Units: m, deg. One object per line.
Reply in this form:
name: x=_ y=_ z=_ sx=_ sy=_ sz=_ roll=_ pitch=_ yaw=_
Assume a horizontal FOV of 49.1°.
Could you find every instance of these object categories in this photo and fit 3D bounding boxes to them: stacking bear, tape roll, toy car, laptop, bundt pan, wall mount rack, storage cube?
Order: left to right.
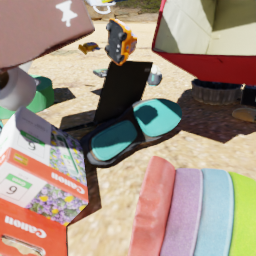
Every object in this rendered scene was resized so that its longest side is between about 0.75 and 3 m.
tape roll: x=-2.251 y=-0.786 z=5.294 sx=0.828 sy=0.828 sz=0.569 roll=8 pitch=-11 yaw=18
tape roll: x=-4.103 y=-1.173 z=9.666 sx=2.995 sy=0.720 sz=2.995 roll=0 pitch=24 yaw=0
wall mount rack: x=-1.207 y=-4.366 z=8.809 sx=1.491 sy=0.640 sz=1.717 roll=-15 pitch=64 yaw=-30
laptop: x=-0.648 y=-0.720 z=6.831 sx=2.291 sy=1.183 sz=2.031 roll=-12 pitch=4 yaw=32
toy car: x=-0.338 y=-1.519 z=4.658 sx=0.467 sy=0.688 sz=1.403 roll=-24 pitch=36 yaw=-29
bundt pan: x=3.111 y=-1.294 z=9.991 sx=1.778 sy=0.667 sz=1.778 roll=-1 pitch=24 yaw=0
storage cube: x=2.515 y=-2.426 z=6.165 sx=2.990 sy=2.556 sz=2.688 roll=13 pitch=3 yaw=36
stacking bear: x=1.465 y=1.349 z=3.361 sx=2.749 sy=1.669 sz=1.563 roll=13 pitch=24 yaw=8

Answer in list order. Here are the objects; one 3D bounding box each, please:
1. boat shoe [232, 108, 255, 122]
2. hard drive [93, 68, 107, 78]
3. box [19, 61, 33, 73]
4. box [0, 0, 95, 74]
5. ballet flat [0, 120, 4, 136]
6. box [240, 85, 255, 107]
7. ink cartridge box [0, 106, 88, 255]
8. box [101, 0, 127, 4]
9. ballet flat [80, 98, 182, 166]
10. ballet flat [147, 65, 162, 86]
boat shoe: x=3.663 y=-0.343 z=8.303 sx=1.058 sy=0.379 sz=0.403 roll=4 pitch=36 yaw=8
hard drive: x=-1.187 y=-2.656 z=13.541 sx=0.748 sy=0.203 sz=1.071 roll=-12 pitch=28 yaw=-25
box: x=-3.368 y=-2.322 z=8.167 sx=0.808 sy=0.948 sz=1.482 roll=18 pitch=21 yaw=-44
box: x=-1.763 y=-1.716 z=3.759 sx=1.782 sy=1.764 sz=2.148 roll=-26 pitch=19 yaw=-12
ballet flat: x=-2.862 y=0.421 z=5.972 sx=1.014 sy=1.014 sz=2.730 roll=-16 pitch=27 yaw=-32
box: x=4.637 y=-1.164 z=9.743 sx=1.201 sy=0.625 sz=1.093 roll=12 pitch=26 yaw=23
ink cartridge box: x=-1.369 y=0.771 z=4.383 sx=1.419 sy=0.656 sz=2.605 roll=36 pitch=15 yaw=-28
box: x=0.642 y=-2.437 z=3.518 sx=0.933 sy=1.017 sz=2.902 roll=-25 pitch=21 yaw=-31
ballet flat: x=0.035 y=0.041 z=6.727 sx=2.955 sy=1.079 sz=1.079 roll=-27 pitch=35 yaw=-36
ballet flat: x=1.190 y=-2.417 z=12.465 sx=0.709 sy=0.709 sz=1.940 roll=4 pitch=24 yaw=8
